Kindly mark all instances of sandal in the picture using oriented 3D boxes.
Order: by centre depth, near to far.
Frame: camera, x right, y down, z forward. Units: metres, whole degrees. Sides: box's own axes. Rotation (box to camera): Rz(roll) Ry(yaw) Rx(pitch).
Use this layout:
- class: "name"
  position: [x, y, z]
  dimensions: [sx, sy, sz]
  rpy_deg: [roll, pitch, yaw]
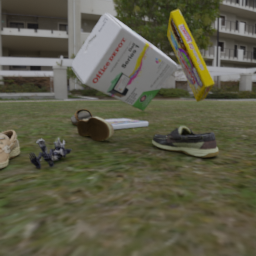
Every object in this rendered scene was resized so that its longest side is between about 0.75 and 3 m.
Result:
- class: "sandal"
  position: [-2.309, -0.543, 14.070]
  dimensions: [1.077, 0.719, 2.635]
  rpy_deg: [-25, 18, -13]

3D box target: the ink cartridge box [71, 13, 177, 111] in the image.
- class: "ink cartridge box"
  position: [-0.070, -1.897, 8.652]
  dimensions: [2.657, 1.924, 1.115]
  rpy_deg: [20, 25, -44]

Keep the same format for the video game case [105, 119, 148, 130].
- class: "video game case"
  position: [-0.502, -0.205, 14.241]
  dimensions: [2.264, 0.260, 2.063]
  rpy_deg: [-5, 9, -39]

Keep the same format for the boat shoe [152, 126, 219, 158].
- class: "boat shoe"
  position: [1.675, 0.331, 8.474]
  dimensions: [0.843, 0.776, 2.360]
  rpy_deg: [-6, 10, -37]

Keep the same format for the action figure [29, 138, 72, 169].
- class: "action figure"
  position: [-1.952, 0.582, 7.195]
  dimensions: [0.782, 0.672, 1.316]
  rpy_deg: [-10, 8, 9]

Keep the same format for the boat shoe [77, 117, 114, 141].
- class: "boat shoe"
  position: [-1.149, -0.002, 10.759]
  dimensions: [0.782, 0.869, 2.409]
  rpy_deg: [-7, 5, -34]

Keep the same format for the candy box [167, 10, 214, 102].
- class: "candy box"
  position: [2.102, -2.460, 9.790]
  dimensions: [0.384, 2.911, 1.488]
  rpy_deg: [-21, -14, 0]

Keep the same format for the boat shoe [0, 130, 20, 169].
- class: "boat shoe"
  position: [-3.404, 0.533, 7.103]
  dimensions: [0.835, 0.756, 2.342]
  rpy_deg: [-1, 8, -7]
